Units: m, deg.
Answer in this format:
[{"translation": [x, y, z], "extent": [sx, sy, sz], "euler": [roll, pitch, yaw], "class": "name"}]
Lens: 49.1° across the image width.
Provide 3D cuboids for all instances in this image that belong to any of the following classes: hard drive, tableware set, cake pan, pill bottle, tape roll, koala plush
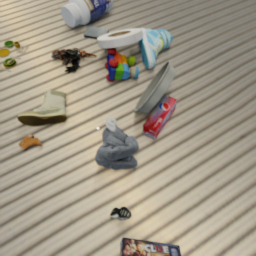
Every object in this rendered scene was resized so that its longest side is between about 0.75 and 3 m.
[{"translation": [-1.608, -4.787, 14.166], "extent": [1.095, 0.180, 0.764], "euler": [12, 55, 9], "class": "hard drive"}, {"translation": [-5.661, -3.446, 13.136], "extent": [1.307, 0.298, 1.940], "euler": [13, 56, 9], "class": "tableware set"}, {"translation": [1.050, -1.477, 10.689], "extent": [0.425, 2.315, 2.315], "euler": [34, 58, -8], "class": "cake pan"}, {"translation": [-2.138, -6.259, 14.440], "extent": [1.433, 1.433, 2.583], "euler": [36, 61, 23], "class": "pill bottle"}, {"translation": [-0.361, -3.993, 12.432], "extent": [2.042, 0.373, 2.042], "euler": [-10, 27, 5], "class": "tape roll"}, {"translation": [-0.494, 0.505, 9.622], "extent": [1.450, 1.399, 1.578], "euler": [-7, 50, -9], "class": "koala plush"}]

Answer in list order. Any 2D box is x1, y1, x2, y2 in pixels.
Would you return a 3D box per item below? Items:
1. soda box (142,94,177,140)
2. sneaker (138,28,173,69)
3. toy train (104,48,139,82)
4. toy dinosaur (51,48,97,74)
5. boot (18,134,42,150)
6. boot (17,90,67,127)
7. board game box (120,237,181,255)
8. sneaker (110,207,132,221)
[{"translation": [1.227, -0.433, 10.765], "extent": [0.576, 0.636, 1.817], "euler": [25, 58, 17], "class": "soda box"}, {"translation": [1.388, -3.769, 12.971], "extent": [1.598, 0.973, 2.447], "euler": [-5, 58, -6], "class": "sneaker"}, {"translation": [-0.316, -3.088, 12.553], "extent": [1.377, 1.007, 2.380], "euler": [3, 50, -14], "class": "toy train"}, {"translation": [-2.503, -3.294, 12.698], "extent": [1.991, 1.017, 1.351], "euler": [-17, 37, 14], "class": "toy dinosaur"}, {"translation": [-3.576, 0.600, 10.250], "extent": [0.809, 0.298, 0.626], "euler": [27, 57, 32], "class": "boot"}, {"translation": [-3.347, -0.814, 11.037], "extent": [1.831, 0.660, 1.416], "euler": [-5, 54, -6], "class": "boot"}, {"translation": [0.629, 3.633, 7.553], "extent": [1.702, 0.295, 1.153], "euler": [10, 30, -7], "class": "board game box"}, {"translation": [-0.153, 2.614, 8.435], "extent": [0.390, 0.983, 0.363], "euler": [40, 61, -18], "class": "sneaker"}]
